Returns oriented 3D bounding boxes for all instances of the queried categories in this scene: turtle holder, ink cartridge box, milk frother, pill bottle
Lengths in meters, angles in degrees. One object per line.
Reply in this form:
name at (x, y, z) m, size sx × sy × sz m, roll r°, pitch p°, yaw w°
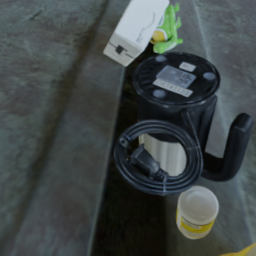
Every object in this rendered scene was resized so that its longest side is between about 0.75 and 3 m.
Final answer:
turtle holder at (1.433, -3.888, 11.342) m, size 1.417 × 1.996 × 1.516 m, roll -6°, pitch 0°, yaw 13°
ink cartridge box at (0.160, -3.267, 9.306) m, size 1.037 × 2.476 × 1.787 m, roll 28°, pitch 85°, yaw -13°
milk frother at (0.760, 0.405, 5.744) m, size 2.809 × 2.642 × 2.535 m, roll -31°, pitch 52°, yaw -21°
pill bottle at (1.245, 1.644, 5.220) m, size 0.683 × 1.228 × 0.683 m, roll -3°, pitch 53°, yaw 4°

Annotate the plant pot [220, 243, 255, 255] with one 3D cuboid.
plant pot at (1.885, 2.665, 3.513) m, size 2.590 × 2.437 × 2.590 m, roll 1°, pitch 43°, yaw -1°
